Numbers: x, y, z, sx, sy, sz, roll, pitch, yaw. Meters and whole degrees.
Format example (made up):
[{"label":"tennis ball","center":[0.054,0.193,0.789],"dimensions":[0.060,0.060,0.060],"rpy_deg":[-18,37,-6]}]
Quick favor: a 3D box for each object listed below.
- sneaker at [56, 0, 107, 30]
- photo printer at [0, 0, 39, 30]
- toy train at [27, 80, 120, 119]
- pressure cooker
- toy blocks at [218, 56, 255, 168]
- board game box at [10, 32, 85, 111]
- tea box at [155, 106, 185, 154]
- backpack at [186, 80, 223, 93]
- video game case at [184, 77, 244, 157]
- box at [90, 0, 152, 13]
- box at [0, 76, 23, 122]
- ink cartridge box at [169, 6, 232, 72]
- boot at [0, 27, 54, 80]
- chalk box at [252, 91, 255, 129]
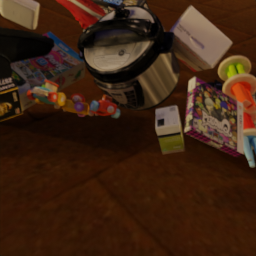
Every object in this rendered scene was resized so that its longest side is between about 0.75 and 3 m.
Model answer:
[{"label":"sneaker","center":[-1.289,-3.142,9.346],"dimensions":[2.990,1.727,1.172],"rpy_deg":[30,26,-9]},{"label":"photo printer","center":[-2.954,-3.190,7.519],"dimensions":[1.040,0.865,0.361],"rpy_deg":[23,62,-14]},{"label":"toy train","center":[-1.347,-0.774,7.034],"dimensions":[2.196,0.611,1.649],"rpy_deg":[17,-12,-27]},{"label":"pressure cooker","center":[0.020,-2.055,8.060],"dimensions":[2.434,2.767,2.472],"rpy_deg":[-36,57,5]},{"label":"toy blocks","center":[2.552,-0.339,6.173],"dimensions":[0.738,1.694,2.033],"rpy_deg":[-10,46,15]},{"label":"board game box","center":[-3.062,-1.960,9.345],"dimensions":[1.961,0.854,2.658],"rpy_deg":[40,54,17]},{"label":"tea box","center":[1.011,0.049,6.789],"dimensions":[0.554,0.816,0.830],"rpy_deg":[-10,35,13]},{"label":"backpack","center":[3.099,-0.985,10.638],"dimensions":[1.410,1.069,1.689],"rpy_deg":[-15,40,-3]},{"label":"video game case","center":[1.293,-0.156,4.140],"dimensions":[1.008,0.180,0.913],"rpy_deg":[24,59,-21]},{"label":"box","center":[-0.031,-3.881,10.638],"dimensions":[2.814,2.793,0.699],"rpy_deg":[31,80,34]},{"label":"box","center":[-3.116,-0.535,6.467],"dimensions":[1.186,1.485,0.366],"rpy_deg":[-21,78,-23]},{"label":"ink cartridge box","center":[1.964,-2.561,8.481],"dimensions":[1.556,0.907,2.150],"rpy_deg":[39,6,-5]},{"label":"boot","center":[-3.416,-1.618,7.876],"dimensions":[2.718,2.227,1.006],"rpy_deg":[-1,3,-39]},{"label":"chalk box","center":[3.491,-0.349,9.021],"dimensions":[2.568,1.603,1.592],"rpy_deg":[-15,6,-19]}]
